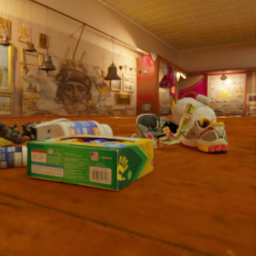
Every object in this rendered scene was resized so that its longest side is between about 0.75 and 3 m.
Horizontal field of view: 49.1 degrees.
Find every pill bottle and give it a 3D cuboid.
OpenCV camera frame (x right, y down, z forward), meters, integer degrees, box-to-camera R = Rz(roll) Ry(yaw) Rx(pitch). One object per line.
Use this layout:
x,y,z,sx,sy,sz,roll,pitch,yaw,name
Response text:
-3.009,0.777,7.524,0.988,0.548,0.548,-1,5,-21,pill bottle
-1.539,0.330,9.594,2.004,1.123,1.123,-4,6,-43,pill bottle

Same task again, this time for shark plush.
0.982,0.238,13.108,0.824,0.755,1.814,-2,5,-29,shark plush

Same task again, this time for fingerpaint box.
-0.817,0.676,6.621,2.334,0.856,1.947,3,5,26,fingerpaint box

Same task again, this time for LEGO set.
1.850,0.041,10.528,2.327,1.071,0.866,-37,0,-4,LEGO set

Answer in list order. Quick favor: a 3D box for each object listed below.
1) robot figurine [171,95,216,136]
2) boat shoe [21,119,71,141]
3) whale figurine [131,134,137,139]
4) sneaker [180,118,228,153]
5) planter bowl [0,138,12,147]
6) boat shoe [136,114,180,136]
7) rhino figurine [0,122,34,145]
3.050,-0.491,13.086,1.468,2.205,2.600,19,13,-27,robot figurine
-4.126,-0.003,14.306,1.257,1.012,2.710,11,10,30,boat shoe
0.034,0.589,8.917,0.443,0.854,0.680,39,-19,25,whale figurine
2.927,0.196,10.811,1.138,1.201,2.923,-1,4,-14,sneaker
-5.132,0.303,10.976,1.515,0.631,1.515,-10,14,3,planter bowl
1.707,-0.064,14.506,2.718,1.018,0.840,18,-1,-26,boat shoe
-3.739,0.155,8.903,0.693,0.474,1.585,-25,-23,8,rhino figurine
